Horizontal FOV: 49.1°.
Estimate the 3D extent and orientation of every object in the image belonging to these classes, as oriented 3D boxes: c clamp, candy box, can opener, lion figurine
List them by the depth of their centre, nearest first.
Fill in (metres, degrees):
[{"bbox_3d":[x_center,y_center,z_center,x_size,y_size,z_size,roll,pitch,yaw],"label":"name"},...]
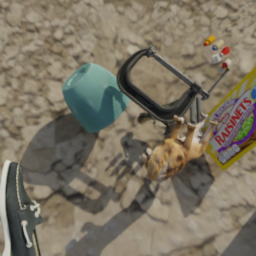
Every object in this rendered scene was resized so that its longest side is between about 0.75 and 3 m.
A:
[{"bbox_3d":[0.927,-1.162,6.692,2.236,0.303,1.911,33,95,3],"label":"c clamp"},{"bbox_3d":[1.425,0.463,6.781,0.885,2.442,1.496,32,116,42],"label":"lion figurine"},{"bbox_3d":[3.106,-0.306,7.425,1.519,0.393,2.972,55,128,24],"label":"candy box"},{"bbox_3d":[1.947,-0.210,8.071,0.378,0.477,1.434,-1,73,7],"label":"can opener"}]

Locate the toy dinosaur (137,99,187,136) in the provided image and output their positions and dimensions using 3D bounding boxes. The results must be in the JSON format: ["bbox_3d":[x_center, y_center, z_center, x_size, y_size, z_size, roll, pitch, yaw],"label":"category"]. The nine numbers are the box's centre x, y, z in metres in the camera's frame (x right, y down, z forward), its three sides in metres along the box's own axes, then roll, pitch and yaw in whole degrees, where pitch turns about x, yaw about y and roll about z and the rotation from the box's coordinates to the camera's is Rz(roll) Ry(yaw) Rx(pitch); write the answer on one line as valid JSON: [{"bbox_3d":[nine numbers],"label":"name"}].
[{"bbox_3d":[1.166,-0.349,7.893,2.000,0.475,0.881,-27,89,21],"label":"toy dinosaur"}]

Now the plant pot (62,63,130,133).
[{"bbox_3d":[-0.974,-0.923,7.650,1.677,1.677,1.346,-49,120,-9],"label":"plant pot"}]

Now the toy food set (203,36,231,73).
[{"bbox_3d":[2.157,-1.726,6.739,0.420,0.445,0.933,-40,118,-34],"label":"toy food set"}]

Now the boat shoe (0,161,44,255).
[{"bbox_3d":[-2.232,2.038,6.000,0.824,1.033,2.732,-2,95,-12],"label":"boat shoe"}]
